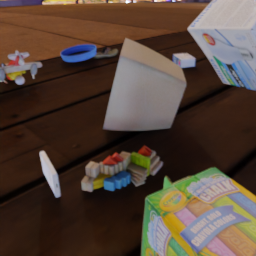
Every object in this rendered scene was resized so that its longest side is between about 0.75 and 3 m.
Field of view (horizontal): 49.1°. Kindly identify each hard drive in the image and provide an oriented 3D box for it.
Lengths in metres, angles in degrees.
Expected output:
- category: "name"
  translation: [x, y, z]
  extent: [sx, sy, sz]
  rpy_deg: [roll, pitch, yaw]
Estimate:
- category: "hard drive"
  translation: [-2.019, 1.178, 7.224]
  extent: [0.147, 0.728, 1.104]
  rpy_deg: [-16, 34, -26]

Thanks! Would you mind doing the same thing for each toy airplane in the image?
- category: "toy airplane"
  translation: [-5.315, -2.786, 13.461]
  extent: [1.960, 1.383, 1.951]
  rpy_deg: [-19, 2, 5]

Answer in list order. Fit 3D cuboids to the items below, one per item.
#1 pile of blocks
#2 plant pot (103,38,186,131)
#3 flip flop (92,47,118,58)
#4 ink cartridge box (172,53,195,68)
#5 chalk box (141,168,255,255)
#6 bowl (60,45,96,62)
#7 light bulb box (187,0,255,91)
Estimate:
- category: "pile of blocks"
  translation: [-0.098, 1.037, 7.460]
  extent: [2.380, 0.740, 0.977]
  rpy_deg: [-18, 34, -27]
- category: "plant pot"
  translation: [0.626, -1.362, 10.084]
  extent: [2.335, 2.638, 2.635]
  rpy_deg: [14, 30, -4]
- category: "flip flop"
  translation: [-1.485, -4.851, 17.892]
  extent: [1.843, 0.530, 0.747]
  rpy_deg: [-14, 33, -23]
- category: "ink cartridge box"
  translation: [3.203, -3.980, 16.383]
  extent: [0.935, 0.523, 1.371]
  rpy_deg: [-8, 33, -13]
- category: "chalk box"
  translation: [1.324, 1.964, 4.893]
  extent: [1.706, 1.715, 2.756]
  rpy_deg: [-17, 33, -27]
- category: "bowl"
  translation: [-3.040, -4.610, 17.309]
  extent: [2.224, 0.437, 2.224]
  rpy_deg: [-7, 32, 5]
- category: "light bulb box"
  translation: [3.964, -2.763, 9.060]
  extent: [1.789, 2.841, 2.866]
  rpy_deg: [-48, 29, -3]
